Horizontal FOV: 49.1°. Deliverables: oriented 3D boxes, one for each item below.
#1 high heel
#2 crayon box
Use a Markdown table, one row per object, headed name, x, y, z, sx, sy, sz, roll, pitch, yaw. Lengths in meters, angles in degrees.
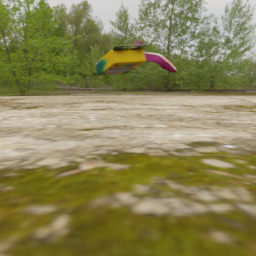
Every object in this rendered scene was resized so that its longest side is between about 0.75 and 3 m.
| name | x | y | z | sx | sy | sz | roll | pitch | yaw |
| --- | --- | --- | --- | --- | --- | --- | --- | --- | --- |
| high heel | 0.866 | -2.479 | 10.700 | 1.947 | 0.936 | 0.656 | 38 | 21 | 5 |
| crayon box | -0.220 | -2.145 | 9.018 | 1.102 | 0.452 | 1.752 | -10 | -2 | -26 |
